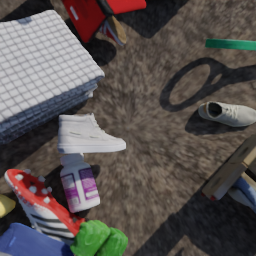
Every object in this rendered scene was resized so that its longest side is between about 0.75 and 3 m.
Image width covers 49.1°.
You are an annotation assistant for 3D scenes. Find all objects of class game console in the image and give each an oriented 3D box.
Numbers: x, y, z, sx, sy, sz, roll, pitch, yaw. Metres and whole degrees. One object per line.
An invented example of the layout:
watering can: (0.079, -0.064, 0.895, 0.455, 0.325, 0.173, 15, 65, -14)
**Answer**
game console: (-0.647, -3.028, 6.721, 1.444, 0.995, 1.676, -43, 65, 35)

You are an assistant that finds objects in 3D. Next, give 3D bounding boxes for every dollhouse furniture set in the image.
dollhouse furniture set: (3.081, 1.344, 5.407, 2.001, 2.839, 1.990, 43, 85, 6)

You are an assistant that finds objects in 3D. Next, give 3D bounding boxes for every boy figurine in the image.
boy figurine: (-3.649, 1.727, 6.440, 2.050, 0.661, 1.275, 13, 102, 5)

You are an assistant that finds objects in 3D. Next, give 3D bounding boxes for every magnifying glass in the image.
magnifying glass: (3.067, -2.003, 6.814, 2.436, 0.970, 0.273, 2, 107, -11)

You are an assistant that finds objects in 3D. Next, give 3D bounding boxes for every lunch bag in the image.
lunch bag: (-2.051, 3.018, 5.827, 1.814, 1.233, 1.200, 21, 38, 4)

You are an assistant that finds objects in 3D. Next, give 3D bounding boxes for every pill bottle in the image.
pill bottle: (-1.164, 1.245, 6.547, 0.722, 0.722, 1.286, -16, 82, -2)

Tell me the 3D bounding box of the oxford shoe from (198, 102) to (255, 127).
oxford shoe: (2.500, -0.358, 6.932, 1.464, 0.423, 0.550, 9, 79, -1)

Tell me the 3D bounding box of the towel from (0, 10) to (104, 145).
towel: (-2.354, -1.221, 6.351, 2.888, 1.236, 2.391, -31, 74, -26)

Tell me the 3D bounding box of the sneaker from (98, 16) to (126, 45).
sneaker: (-0.731, -2.554, 7.150, 0.802, 0.508, 1.425, -32, 106, 36)

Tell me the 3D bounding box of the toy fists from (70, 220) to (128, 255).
toy fists: (-0.564, 2.416, 5.997, 0.731, 0.493, 1.434, -52, 128, -3)

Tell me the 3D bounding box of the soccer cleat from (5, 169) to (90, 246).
soccer cleat: (-1.941, 1.927, 6.331, 2.418, 0.830, 1.030, 42, 98, -8)

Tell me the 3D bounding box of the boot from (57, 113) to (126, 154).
boot: (-0.695, 0.092, 5.918, 0.631, 1.716, 0.820, -1, 88, 42)
